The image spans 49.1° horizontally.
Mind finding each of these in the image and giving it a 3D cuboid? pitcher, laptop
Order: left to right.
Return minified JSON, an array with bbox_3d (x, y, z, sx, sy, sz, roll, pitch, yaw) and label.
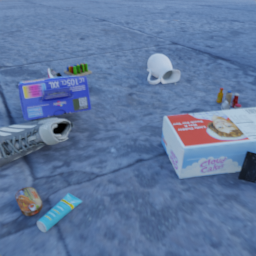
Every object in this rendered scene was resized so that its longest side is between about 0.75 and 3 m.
[{"bbox_3d":[1.368,-2.637,12.830,1.456,1.029,1.697,-18,45,-11],"label":"pitcher"},{"bbox_3d":[3.170,1.023,6.665,0.816,0.723,0.421,15,5,-15],"label":"laptop"}]

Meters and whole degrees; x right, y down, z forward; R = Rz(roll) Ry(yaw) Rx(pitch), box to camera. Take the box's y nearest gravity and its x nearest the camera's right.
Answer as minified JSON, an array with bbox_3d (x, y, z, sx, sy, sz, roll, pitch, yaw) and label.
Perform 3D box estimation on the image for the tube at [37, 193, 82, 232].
[{"bbox_3d":[-1.479,1.798,6.035,0.408,0.265,1.053,28,35,19],"label":"tube"}]

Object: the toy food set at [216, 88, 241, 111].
[{"bbox_3d":[3.761,-0.978,10.322,0.615,0.580,1.289,-2,31,-4],"label":"toy food set"}]

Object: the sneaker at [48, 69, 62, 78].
[{"bbox_3d":[-3.317,-2.333,12.728,0.566,0.478,1.295,-10,36,-19],"label":"sneaker"}]

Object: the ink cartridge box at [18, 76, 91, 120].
[{"bbox_3d":[-2.428,-1.037,9.063,2.024,1.132,2.967,-11,15,-19],"label":"ink cartridge box"}]

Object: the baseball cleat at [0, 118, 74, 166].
[{"bbox_3d":[-2.785,0.272,7.536,1.510,0.989,2.837,-6,18,47],"label":"baseball cleat"}]

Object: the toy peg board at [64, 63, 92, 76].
[{"bbox_3d":[-2.475,-2.909,13.653,1.004,0.491,0.999,-24,38,-35],"label":"toy peg board"}]

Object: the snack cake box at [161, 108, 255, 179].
[{"bbox_3d":[2.581,0.345,7.694,2.967,0.997,1.706,-5,33,-8],"label":"snack cake box"}]

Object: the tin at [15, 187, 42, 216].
[{"bbox_3d":[-2.240,1.654,6.327,0.470,0.176,0.839,-23,37,-26],"label":"tin"}]
